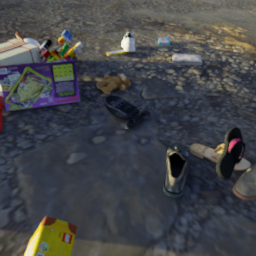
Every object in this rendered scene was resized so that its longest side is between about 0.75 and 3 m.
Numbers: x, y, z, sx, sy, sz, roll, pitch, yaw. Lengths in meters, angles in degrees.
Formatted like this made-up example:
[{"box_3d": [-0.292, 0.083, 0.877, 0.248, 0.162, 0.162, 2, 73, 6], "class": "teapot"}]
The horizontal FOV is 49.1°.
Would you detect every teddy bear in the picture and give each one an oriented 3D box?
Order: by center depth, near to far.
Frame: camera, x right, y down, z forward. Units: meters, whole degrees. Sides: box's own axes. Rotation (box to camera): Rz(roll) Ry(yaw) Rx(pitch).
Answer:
[{"box_3d": [-0.567, -1.810, 11.221, 1.456, 0.486, 1.056, -14, 40, -19], "class": "teddy bear"}]

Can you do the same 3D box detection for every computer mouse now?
[{"box_3d": [-0.178, -0.535, 9.556, 1.626, 0.429, 1.126, 35, 47, 24], "class": "computer mouse"}]

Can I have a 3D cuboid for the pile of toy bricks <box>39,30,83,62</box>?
[{"box_3d": [-3.280, -3.115, 12.541, 1.429, 1.606, 2.895, -26, 34, 34], "class": "pile of toy bricks"}]

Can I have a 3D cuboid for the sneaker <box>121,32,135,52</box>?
[{"box_3d": [0.061, -4.542, 14.563, 0.710, 0.905, 1.822, -1, 27, -10], "class": "sneaker"}]

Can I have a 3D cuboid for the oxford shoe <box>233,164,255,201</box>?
[{"box_3d": [3.325, 1.073, 6.954, 2.008, 0.751, 0.707, -26, 43, -32], "class": "oxford shoe"}]

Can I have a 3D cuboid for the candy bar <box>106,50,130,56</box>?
[{"box_3d": [-0.460, -3.864, 14.366, 1.385, 0.153, 0.345, -13, 37, -19], "class": "candy bar"}]

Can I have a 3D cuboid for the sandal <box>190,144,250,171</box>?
[{"box_3d": [2.547, 0.660, 7.706, 1.663, 0.547, 0.610, 17, 39, 22], "class": "sandal"}]

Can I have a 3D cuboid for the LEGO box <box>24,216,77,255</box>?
[{"box_3d": [-1.365, 2.323, 4.298, 0.571, 1.103, 1.481, 24, 37, -15], "class": "LEGO box"}]

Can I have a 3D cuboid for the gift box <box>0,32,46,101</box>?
[{"box_3d": [-4.217, -2.316, 10.535, 1.964, 2.128, 1.987, 29, 45, 32], "class": "gift box"}]

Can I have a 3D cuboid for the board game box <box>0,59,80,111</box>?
[{"box_3d": [-3.055, -1.509, 9.804, 2.575, 1.545, 0.416, -9, 22, -17], "class": "board game box"}]

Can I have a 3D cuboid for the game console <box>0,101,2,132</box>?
[{"box_3d": [-5.358, -0.256, 9.289, 1.856, 1.278, 2.153, -36, 39, 4], "class": "game console"}]

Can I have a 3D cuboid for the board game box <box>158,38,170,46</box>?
[{"box_3d": [2.015, -4.832, 15.686, 0.608, 0.180, 0.799, 4, 36, 5], "class": "board game box"}]

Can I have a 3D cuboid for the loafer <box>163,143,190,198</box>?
[{"box_3d": [1.291, 0.931, 7.287, 0.679, 0.595, 1.891, 6, 36, 9], "class": "loafer"}]

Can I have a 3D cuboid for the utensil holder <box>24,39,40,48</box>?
[{"box_3d": [-4.535, -3.414, 12.924, 1.142, 1.142, 1.344, -9, 34, -12], "class": "utensil holder"}]

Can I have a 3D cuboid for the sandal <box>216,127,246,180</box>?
[{"box_3d": [2.717, 0.620, 7.135, 0.388, 0.646, 1.721, -29, 18, 48], "class": "sandal"}]

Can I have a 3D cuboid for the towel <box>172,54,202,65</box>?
[{"box_3d": [2.832, -3.320, 13.526, 1.410, 0.243, 0.934, 4, 37, 5], "class": "towel"}]
